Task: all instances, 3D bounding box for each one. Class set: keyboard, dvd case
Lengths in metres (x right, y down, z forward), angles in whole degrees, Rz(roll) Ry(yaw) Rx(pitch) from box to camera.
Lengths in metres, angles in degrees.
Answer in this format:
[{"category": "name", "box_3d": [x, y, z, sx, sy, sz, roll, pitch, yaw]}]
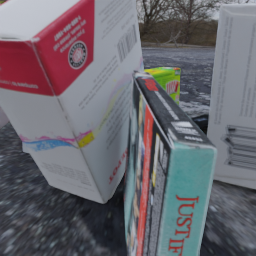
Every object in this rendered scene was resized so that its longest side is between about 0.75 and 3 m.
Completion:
[{"category": "keyboard", "box_3d": [1.794, -0.155, 7.716, 1.286, 0.208, 2.024, 6, 12, 41]}, {"category": "dvd case", "box_3d": [0.189, 0.582, 3.021, 0.309, 2.052, 2.811, 2, 18, -5]}]

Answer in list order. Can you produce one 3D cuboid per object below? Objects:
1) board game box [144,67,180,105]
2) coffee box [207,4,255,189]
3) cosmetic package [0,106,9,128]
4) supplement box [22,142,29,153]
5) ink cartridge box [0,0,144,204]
[{"category": "board game box", "box_3d": [0.496, -0.899, 8.184, 0.678, 1.447, 2.849, 14, 24, 38]}, {"category": "coffee box", "box_3d": [3.098, -0.667, 4.978, 2.840, 2.836, 2.809, 10, 26, 22]}, {"category": "cosmetic package", "box_3d": [-3.263, -0.784, 6.254, 1.144, 1.386, 1.143, -40, 66, -7]}, {"category": "supplement box", "box_3d": [-1.574, -0.056, 6.597, 0.893, 0.874, 1.728, 10, 21, 24]}, {"category": "ink cartridge box", "box_3d": [-0.670, -0.567, 4.223, 1.223, 2.856, 2.108, 13, 49, 23]}]
